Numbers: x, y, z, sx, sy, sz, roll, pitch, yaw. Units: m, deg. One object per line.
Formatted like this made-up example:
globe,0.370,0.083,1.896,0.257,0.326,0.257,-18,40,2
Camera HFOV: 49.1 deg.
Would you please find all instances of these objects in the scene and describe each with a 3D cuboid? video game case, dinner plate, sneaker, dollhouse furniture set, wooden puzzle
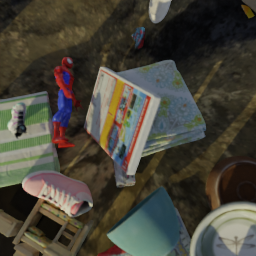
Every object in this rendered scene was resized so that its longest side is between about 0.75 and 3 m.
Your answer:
video game case,1.019,3.268,7.773,1.456,0.176,1.598,-22,76,-6
dinner plate,0.993,-4.166,9.284,0.158,1.299,1.299,2,73,-26
sneaker,-0.331,3.263,7.717,1.062,0.416,0.613,-2,66,-13
sneaker,-1.735,1.735,7.285,1.908,0.997,0.718,23,105,-35
sneaker,-3.057,-0.147,8.004,0.410,1.056,0.738,-8,48,-44
dollhouse furniture set,-2.358,2.350,6.947,2.519,2.227,1.400,28,74,6
wooden puzzle,4.561,-4.494,9.940,1.354,0.158,0.914,-34,82,-9
sneaker,0.323,-3.021,9.480,0.410,0.340,0.859,8,68,17
video game case,-0.324,-0.333,7.369,0.242,2.772,1.982,7,110,-34

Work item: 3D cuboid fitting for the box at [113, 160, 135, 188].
box,-0.121,1.174,8.090,0.556,0.641,0.970,-8,71,-5

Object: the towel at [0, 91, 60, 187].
towel,-3.233,0.316,8.537,2.051,0.314,2.689,-11,76,-2

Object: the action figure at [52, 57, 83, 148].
action figure,-1.870,-0.884,8.481,0.741,0.938,2.866,-9,71,9

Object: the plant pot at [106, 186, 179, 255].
plant pot,0.556,2.523,6.984,1.831,1.831,1.233,-39,80,-10

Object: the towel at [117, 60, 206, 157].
towel,0.670,-0.638,8.367,2.471,0.695,2.887,-15,63,-10

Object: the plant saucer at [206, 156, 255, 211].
plant saucer,3.377,1.857,8.074,2.178,0.375,2.178,0,75,-1

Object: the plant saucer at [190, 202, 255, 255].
plant saucer,2.888,3.185,7.371,2.619,0.657,2.619,0,90,1
